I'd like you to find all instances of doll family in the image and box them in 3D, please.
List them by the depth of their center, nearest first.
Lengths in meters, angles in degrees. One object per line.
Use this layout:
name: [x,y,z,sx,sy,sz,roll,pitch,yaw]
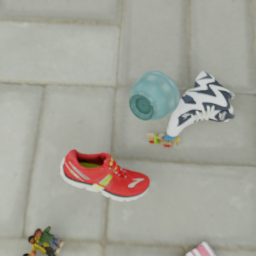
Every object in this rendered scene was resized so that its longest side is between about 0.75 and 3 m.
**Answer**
doll family: [-2.563,3.557,7.801,1.035,0.703,1.791,28,79,3]

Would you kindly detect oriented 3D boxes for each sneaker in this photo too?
sneaker: [-0.512,1.196,7.433,2.521,1.070,0.971,14,32,-15]
sneaker: [2.416,-0.473,8.731,1.640,1.006,2.520,31,62,15]

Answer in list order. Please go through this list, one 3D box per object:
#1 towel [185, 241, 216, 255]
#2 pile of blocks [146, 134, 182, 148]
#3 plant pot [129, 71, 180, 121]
towel: [1.617,4.687,7.648,2.713,0.406,1.985,-30,76,-11]
pile of blocks: [1.124,0.426,8.813,1.129,0.463,0.351,7,74,2]
plant pot: [0.525,-0.676,6.858,1.227,1.227,0.822,40,48,11]
